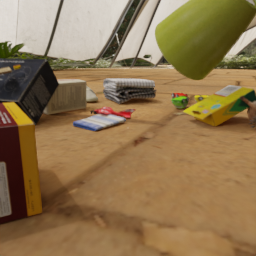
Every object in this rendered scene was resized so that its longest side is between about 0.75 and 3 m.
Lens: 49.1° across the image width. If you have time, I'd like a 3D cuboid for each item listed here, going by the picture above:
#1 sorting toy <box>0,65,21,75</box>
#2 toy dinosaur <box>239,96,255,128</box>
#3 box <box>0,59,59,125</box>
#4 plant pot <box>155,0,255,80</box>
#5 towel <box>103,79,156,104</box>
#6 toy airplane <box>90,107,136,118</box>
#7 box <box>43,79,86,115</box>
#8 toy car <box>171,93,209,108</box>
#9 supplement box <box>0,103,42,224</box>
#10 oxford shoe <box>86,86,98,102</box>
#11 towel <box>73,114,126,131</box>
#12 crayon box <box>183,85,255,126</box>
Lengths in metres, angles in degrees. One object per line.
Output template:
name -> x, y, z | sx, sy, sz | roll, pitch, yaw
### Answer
sorting toy -> -3.629, -1.640, 8.193 | 1.010, 0.135, 0.753 | -19, 25, -22
toy dinosaur -> 3.956, -0.409, 8.545 | 0.710, 1.121, 1.655 | -20, -23, 19
box -> -3.615, -1.218, 9.100 | 1.914, 1.186, 1.881 | 5, 55, 19
plant pot -> 2.395, -2.973, 8.089 | 2.238, 2.238, 2.391 | -14, -16, -44
towel -> 0.026, -1.828, 13.517 | 2.017, 1.042, 2.436 | -4, 13, -20
toy airplane -> -0.532, -0.541, 9.917 | 1.612, 0.296, 1.612 | 1, 11, 0
box -> -2.618, -1.275, 10.987 | 1.779, 1.137, 0.969 | -13, 23, -43
toy car -> 2.443, -1.140, 11.926 | 2.051, 0.457, 1.930 | 10, 18, 37
supplement box -> -2.491, 0.469, 4.046 | 1.956, 1.299, 1.930 | -8, 17, -28
oxford shoe -> -2.040, -1.675, 13.606 | 0.850, 0.653, 2.261 | -2, 17, -20
towel -> -0.882, -0.179, 8.808 | 1.053, 0.171, 1.434 | 13, 21, 35
crayon box -> 2.954, -0.690, 9.123 | 1.973, 0.501, 1.253 | -28, 21, -8
